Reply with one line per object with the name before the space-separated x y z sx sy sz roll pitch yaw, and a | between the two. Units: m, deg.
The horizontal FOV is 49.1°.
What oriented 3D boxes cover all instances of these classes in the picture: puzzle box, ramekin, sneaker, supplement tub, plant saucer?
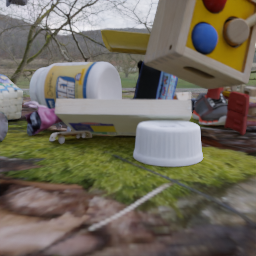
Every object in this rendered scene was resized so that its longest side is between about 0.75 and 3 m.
puzzle box | -0.072 -0.206 6.732 2.902 0.369 1.930 1 -14 4
ramekin | 0.779 0.248 5.512 1.354 0.660 1.354 0 9 0
sneaker | 2.940 -0.761 9.789 1.104 1.173 2.865 -1 10 -8
supplement tub | -1.980 -1.402 10.693 2.973 2.150 2.150 4 11 25
plant saucer | 0.110 -3.264 10.949 2.332 0.565 2.332 5 9 -4

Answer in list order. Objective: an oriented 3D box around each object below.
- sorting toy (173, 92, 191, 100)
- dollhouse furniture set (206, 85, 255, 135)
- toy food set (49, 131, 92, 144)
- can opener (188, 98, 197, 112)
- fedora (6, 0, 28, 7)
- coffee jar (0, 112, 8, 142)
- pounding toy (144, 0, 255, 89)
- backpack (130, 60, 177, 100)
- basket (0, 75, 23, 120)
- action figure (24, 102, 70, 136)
sorting toy | 2.640 -1.574 15.964 1.390 0.825 1.544 -1 7 44
dollhouse furniture set | 3.457 -0.722 8.911 1.456 1.100 2.705 -2 17 -15
toy food set | -1.424 0.235 6.914 0.928 0.280 0.666 -3 -2 -24
can opener | 3.296 -1.122 13.424 2.057 0.652 0.809 -10 13 -43
fedora | -3.253 -4.052 8.389 0.492 1.089 0.963 12 -25 -41
coffee jar | -4.000 -0.110 6.950 1.926 0.822 1.004 6 -1 30
pounding toy | 2.310 -2.483 6.854 2.810 2.587 1.998 16 -5 -25
backpack | 1.302 -1.720 12.765 1.665 2.260 2.475 14 4 19
basket | -5.316 -1.182 10.389 2.564 1.783 2.261 16 17 26
action figure | -2.114 -0.364 7.890 1.069 1.188 1.596 2 22 45
